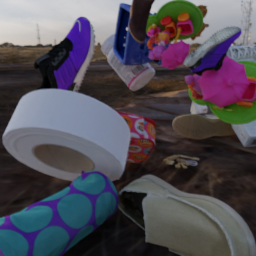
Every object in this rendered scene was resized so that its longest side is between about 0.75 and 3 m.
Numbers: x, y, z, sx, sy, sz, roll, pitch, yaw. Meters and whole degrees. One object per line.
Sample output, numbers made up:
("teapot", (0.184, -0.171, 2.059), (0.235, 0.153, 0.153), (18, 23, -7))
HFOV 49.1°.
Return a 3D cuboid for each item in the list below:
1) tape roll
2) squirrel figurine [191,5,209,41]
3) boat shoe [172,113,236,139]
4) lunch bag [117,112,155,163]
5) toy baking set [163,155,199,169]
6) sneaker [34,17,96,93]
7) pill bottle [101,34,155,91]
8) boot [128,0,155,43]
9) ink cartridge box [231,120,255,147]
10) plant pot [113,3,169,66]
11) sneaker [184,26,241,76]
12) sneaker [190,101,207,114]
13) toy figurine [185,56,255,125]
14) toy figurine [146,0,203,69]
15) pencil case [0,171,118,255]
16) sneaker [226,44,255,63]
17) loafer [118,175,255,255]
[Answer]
("tape roll", (-1.350, 0.342, 6.518), (2.781, 2.781, 0.973), (4, 57, 12))
("squirrel figurine", (2.250, -3.646, 9.639), (0.871, 1.231, 1.149), (9, 15, -21))
("boat shoe", (2.954, -0.111, 10.924), (2.661, 0.957, 0.862), (-2, 9, -8))
("lunch bag", (-0.414, 0.379, 8.109), (2.230, 1.964, 0.914), (10, 58, -7))
("toy baking set", (1.625, 1.039, 8.564), (1.076, 0.125, 0.826), (-14, 25, -36))
("sneaker", (-1.879, -1.875, 7.858), (1.323, 2.661, 0.925), (6, 24, -41))
("pill bottle", (-0.045, -2.728, 11.529), (2.224, 1.260, 1.260), (52, 37, 11))
("boot", (0.261, -1.958, 4.747), (0.300, 0.830, 0.690), (-1, -17, -27))
("ink cartridge box", (4.873, -0.538, 10.692), (2.189, 0.768, 2.693), (-5, 44, -12))
("plant pot", (0.509, -3.223, 9.805), (1.624, 1.807, 1.807), (2, 29, -16))
("sneaker", (1.898, -1.594, 6.031), (1.298, 0.645, 0.451), (-34, 29, 27))
("sneaker", (3.515, -0.908, 13.754), (0.784, 0.744, 1.947), (12, 21, 7))
("toy figurine", (2.351, -1.160, 7.421), (2.494, 1.873, 2.296), (14, 4, 35))
("toy figurine", (0.931, -2.064, 6.703), (1.573, 1.181, 1.448), (0, 58, 24))
("pencil case", (-1.349, 1.659, 4.984), (1.180, 1.087, 2.554), (33, 32, 26))
("sneaker", (3.895, -2.350, 9.088), (2.949, 1.105, 1.278), (6, -27, -12))
("loafer", (0.793, 1.702, 5.015), (1.019, 1.129, 2.983), (-13, 12, -31))
